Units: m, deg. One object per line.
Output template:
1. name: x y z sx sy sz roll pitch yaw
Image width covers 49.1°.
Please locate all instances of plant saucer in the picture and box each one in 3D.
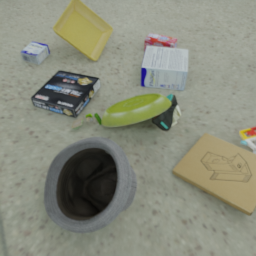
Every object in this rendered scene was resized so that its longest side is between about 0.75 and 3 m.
1. plant saucer: 0.241 -0.783 10.674 2.774 0.431 2.774 -16 17 5
2. plant saucer: -2.390 -5.087 14.799 2.652 0.642 2.651 34 60 -22

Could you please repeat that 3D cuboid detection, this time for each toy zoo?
1. toy zoo: 4.767 0.340 10.238 1.451 0.148 0.952 -13 42 -9

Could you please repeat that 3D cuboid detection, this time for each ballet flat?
1. ballet flat: 1.542 -0.537 10.977 0.914 0.909 2.672 48 30 -5

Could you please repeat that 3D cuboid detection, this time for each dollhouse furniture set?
1. dollhouse furniture set: -1.639 -0.177 11.098 1.149 0.444 0.574 -23 32 9

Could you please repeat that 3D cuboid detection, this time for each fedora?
1. fedora: -0.912 1.663 8.102 2.971 1.341 2.627 -18 62 30

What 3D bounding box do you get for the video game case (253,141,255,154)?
1. video game case: 5.392 1.623 9.295 2.472 0.318 2.719 16 48 15

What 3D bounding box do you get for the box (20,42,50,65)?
1. box: -4.842 -3.926 14.648 1.009 0.576 1.098 16 51 15

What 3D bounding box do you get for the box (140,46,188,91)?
1. box: 1.723 -2.836 13.220 2.079 1.091 1.912 8 46 7

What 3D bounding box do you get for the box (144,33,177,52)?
1. box: 1.744 -4.467 15.101 1.616 0.771 0.806 17 47 16

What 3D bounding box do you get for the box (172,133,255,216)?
1. box: 3.206 1.367 9.281 2.704 0.288 2.210 26 53 33

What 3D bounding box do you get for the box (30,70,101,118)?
1. box: -2.668 -1.557 12.213 2.229 0.554 2.213 15 49 21
